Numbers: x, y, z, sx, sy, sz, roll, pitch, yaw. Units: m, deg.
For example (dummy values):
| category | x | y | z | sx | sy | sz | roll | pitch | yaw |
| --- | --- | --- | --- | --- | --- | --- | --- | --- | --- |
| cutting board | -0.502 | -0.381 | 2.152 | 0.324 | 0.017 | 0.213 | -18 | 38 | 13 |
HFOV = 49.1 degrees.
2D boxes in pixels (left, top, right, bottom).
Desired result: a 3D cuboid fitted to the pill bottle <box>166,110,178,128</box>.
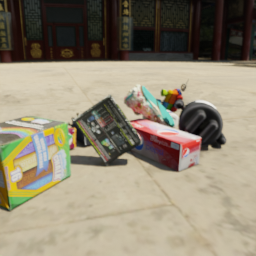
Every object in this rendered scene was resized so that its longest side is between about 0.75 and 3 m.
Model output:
| category | x | y | z | sx | sy | sz | roll | pitch | yaw |
| --- | --- | --- | --- | --- | --- | --- | --- | --- | --- |
| pill bottle | 1.689 | -0.413 | 11.925 | 0.590 | 0.590 | 1.063 | -4 | 17 | -13 |

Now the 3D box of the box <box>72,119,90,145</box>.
| category | x | y | z | sx | sy | sz | roll | pitch | yaw |
| --- | --- | --- | --- | --- | --- | --- | --- | --- | --- |
| box | -1.157 | 0.047 | 10.029 | 1.426 | 0.744 | 1.055 | -8 | 18 | -34 |

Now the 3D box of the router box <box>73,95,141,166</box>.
| category | x | y | z | sx | sy | sz | roll | pitch | yaw |
| --- | --- | --- | --- | --- | --- | --- | --- | --- | --- |
| router box | -0.559 | 0.066 | 7.913 | 1.229 | 1.640 | 0.509 | -32 | 12 | 10 |

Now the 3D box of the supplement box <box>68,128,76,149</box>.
| category | x | y | z | sx | sy | sz | roll | pitch | yaw |
| --- | --- | --- | --- | --- | --- | --- | --- | --- | --- |
| supplement box | -2.262 | 0.375 | 8.894 | 0.519 | 0.668 | 1.211 | 5 | 8 | 33 |

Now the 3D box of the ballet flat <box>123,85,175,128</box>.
| category | x | y | z | sx | sy | sz | roll | pitch | yaw |
| --- | --- | --- | --- | --- | --- | --- | --- | --- | --- |
| ballet flat | 0.751 | -0.633 | 10.149 | 0.909 | 2.845 | 1.076 | -25 | 54 | 21 |

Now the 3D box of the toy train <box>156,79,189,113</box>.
| category | x | y | z | sx | sy | sz | roll | pitch | yaw |
| --- | --- | --- | --- | --- | --- | --- | --- | --- | --- |
| toy train | 2.033 | -1.644 | 13.304 | 1.067 | 1.845 | 0.781 | 8 | 37 | -19 |

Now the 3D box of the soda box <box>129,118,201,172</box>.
| category | x | y | z | sx | sy | sz | roll | pitch | yaw |
| --- | --- | --- | --- | --- | --- | --- | --- | --- | --- |
| soda box | 0.910 | 0.427 | 8.762 | 0.945 | 0.856 | 2.698 | -13 | 22 | -37 |

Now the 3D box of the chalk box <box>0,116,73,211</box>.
| category | x | y | z | sx | sy | sz | roll | pitch | yaw |
| --- | --- | --- | --- | --- | --- | --- | --- | --- | --- |
| chalk box | -2.468 | 0.631 | 7.011 | 1.545 | 1.534 | 2.475 | 10 | 19 | 31 |

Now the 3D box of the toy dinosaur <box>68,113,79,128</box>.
| category | x | y | z | sx | sy | sz | roll | pitch | yaw |
| --- | --- | --- | --- | --- | --- | --- | --- | --- | --- |
| toy dinosaur | -1.947 | -0.168 | 11.016 | 1.394 | 0.537 | 0.713 | -25 | 43 | -34 |

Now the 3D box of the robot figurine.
| category | x | y | z | sx | sy | sz | roll | pitch | yaw |
| --- | --- | --- | --- | --- | --- | --- | --- | --- | --- |
| robot figurine | 2.455 | -0.214 | 9.603 | 1.466 | 1.765 | 2.349 | -11 | 9 | 13 |
